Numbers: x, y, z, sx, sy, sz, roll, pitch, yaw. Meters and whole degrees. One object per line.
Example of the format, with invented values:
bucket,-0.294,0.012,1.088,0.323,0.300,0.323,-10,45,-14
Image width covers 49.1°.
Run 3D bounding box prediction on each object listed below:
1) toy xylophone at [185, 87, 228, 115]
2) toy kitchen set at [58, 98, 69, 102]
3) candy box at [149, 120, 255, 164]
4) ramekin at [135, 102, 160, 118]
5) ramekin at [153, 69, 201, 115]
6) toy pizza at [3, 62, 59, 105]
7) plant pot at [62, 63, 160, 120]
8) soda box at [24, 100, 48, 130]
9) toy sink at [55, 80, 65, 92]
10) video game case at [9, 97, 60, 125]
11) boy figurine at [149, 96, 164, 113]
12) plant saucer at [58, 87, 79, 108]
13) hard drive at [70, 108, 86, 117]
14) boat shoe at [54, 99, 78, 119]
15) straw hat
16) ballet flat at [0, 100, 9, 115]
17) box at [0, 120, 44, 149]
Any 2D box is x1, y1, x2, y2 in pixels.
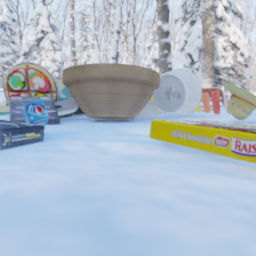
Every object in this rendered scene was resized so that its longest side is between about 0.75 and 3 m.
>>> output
toy xylophone,2.620,-0.891,10.359,2.138,0.537,1.566,-6,-36,26
toy kitchen set,-2.764,-1.287,9.698,1.538,1.232,0.906,-2,6,-8
candy box,1.487,0.150,3.245,1.277,0.330,2.498,2,5,-33
ramekin,0.636,-0.670,10.109,1.041,0.546,1.041,0,6,0
ramekin,1.535,-1.159,9.194,1.538,1.538,0.807,5,12,39
toy pizza,-3.070,-1.124,8.722,1.812,1.812,0.287,1,19,6
plant pot,-0.501,-0.924,8.162,2.835,1.309,2.835,2,-1,0
soda box,-1.617,-0.167,4.898,0.299,0.316,0.932,-19,-7,-24
toy sink,-4.201,-1.480,12.691,2.838,1.590,1.850,-1,6,-11
video game case,-2.577,-0.489,7.603,1.202,0.160,1.682,-3,28,-22
boy figurine,1.090,-1.487,12.665,1.253,2.016,0.649,-23,-29,4
plant saucer,-1.858,-1.402,11.401,2.098,0.288,2.098,2,29,-1
hard drive,-2.453,-0.587,10.409,1.299,0.306,1.861,3,7,24
boat shoe,-2.363,-0.455,8.503,1.715,0.588,0.485,-11,-29,-23
straw hat,2.994,-0.582,7.477,1.618,0.685,1.618,29,11,-6
ballet flat,-4.378,-0.806,10.728,2.107,0.732,0.732,1,6,13
box,-1.994,0.059,4.207,1.124,0.287,0.887,6,7,23
